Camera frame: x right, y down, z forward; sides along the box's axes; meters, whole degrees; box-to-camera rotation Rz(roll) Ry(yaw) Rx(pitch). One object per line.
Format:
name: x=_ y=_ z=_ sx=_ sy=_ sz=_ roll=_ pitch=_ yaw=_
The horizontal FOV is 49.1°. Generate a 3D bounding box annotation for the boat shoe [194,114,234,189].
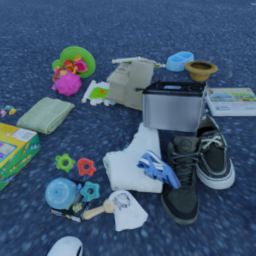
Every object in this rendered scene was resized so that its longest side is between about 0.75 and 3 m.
boat shoe: x=2.489 y=0.603 z=8.664 sx=1.049 sy=0.945 sz=2.967 roll=-11 pitch=31 yaw=8

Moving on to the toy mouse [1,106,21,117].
toy mouse: x=-4.886 y=-0.714 z=11.265 sx=0.734 sy=0.160 sz=0.826 roll=21 pitch=42 yaw=25

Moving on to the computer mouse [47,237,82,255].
computer mouse: x=-1.583 y=3.120 z=5.975 sx=1.077 sy=0.431 sz=1.965 roll=6 pitch=38 yaw=10

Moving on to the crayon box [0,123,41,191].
crayon box: x=-4.095 y=0.959 z=8.564 sx=1.514 sy=0.743 sz=2.549 roll=13 pitch=39 yaw=17

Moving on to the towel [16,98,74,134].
towel: x=-3.171 y=-0.530 z=10.846 sx=1.525 sy=0.375 sz=2.056 roll=11 pitch=38 yaw=15

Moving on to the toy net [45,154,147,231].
toy net: x=-0.756 y=1.657 z=7.072 sx=2.672 sy=0.516 sz=1.402 roll=18 pitch=73 yaw=8

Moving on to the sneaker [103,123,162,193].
sneaker: x=0.078 y=0.720 z=8.629 sx=1.695 sy=1.081 sz=2.934 roll=0 pitch=35 yaw=0

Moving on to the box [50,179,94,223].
box: x=-1.447 y=1.959 z=7.650 sx=0.892 sy=0.258 sz=1.122 roll=12 pitch=39 yaw=15

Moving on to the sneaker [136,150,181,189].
sneaker: x=0.760 y=1.144 z=7.140 sx=0.573 sy=0.515 sz=1.394 roll=-38 pitch=45 yaw=-14

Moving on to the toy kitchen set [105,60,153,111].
toy kitchen set: x=0.534 y=-2.103 z=11.501 sx=2.324 sy=1.896 sz=2.097 roll=16 pitch=35 yaw=8

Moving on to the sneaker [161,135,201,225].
sneaker: x=1.454 y=1.199 z=7.658 sx=1.012 sy=1.516 sz=2.647 roll=4 pitch=40 yaw=8

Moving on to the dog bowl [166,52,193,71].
dog bowl: x=2.753 y=-3.534 z=14.756 sx=1.015 sy=0.451 sz=1.821 roll=29 pitch=45 yaw=34

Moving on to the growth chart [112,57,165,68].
growth chart: x=0.471 y=-3.021 z=13.163 sx=1.657 sy=0.203 sz=2.289 roll=1 pitch=2 yaw=38

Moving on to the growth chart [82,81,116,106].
growth chart: x=-0.562 y=-1.578 z=12.363 sx=2.760 sy=0.245 sz=1.997 roll=0 pitch=38 yaw=1

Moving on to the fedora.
fedora: x=3.443 y=-2.685 z=13.438 sx=1.679 sy=0.685 sz=1.679 roll=2 pitch=32 yaw=-1

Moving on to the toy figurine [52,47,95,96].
toy figurine: x=-2.769 y=-2.289 z=12.523 sx=2.238 sy=1.680 sz=2.060 roll=-10 pitch=42 yaw=23

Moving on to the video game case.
video game case: x=4.363 y=-1.100 z=11.724 sx=2.081 sy=0.238 sz=1.894 roll=-1 pitch=37 yaw=1

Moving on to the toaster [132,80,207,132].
toaster: x=1.415 y=-0.786 z=8.849 sx=2.120 sy=1.258 sz=1.917 roll=5 pitch=18 yaw=17
